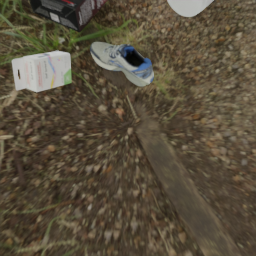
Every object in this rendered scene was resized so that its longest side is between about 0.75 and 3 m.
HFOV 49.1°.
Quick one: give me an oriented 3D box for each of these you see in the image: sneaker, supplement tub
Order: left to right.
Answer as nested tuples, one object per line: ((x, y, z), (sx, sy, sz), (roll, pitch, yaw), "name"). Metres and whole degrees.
((-0.172, -2.101, 8.111), (2.152, 0.917, 0.829), (29, 67, 14), "sneaker")
((2.491, -4.936, 9.178), (1.558, 1.558, 2.361), (40, 71, 18), "supplement tub")

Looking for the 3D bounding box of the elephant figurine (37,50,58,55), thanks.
((-2.516, -1.859, 8.221), (0.889, 0.629, 0.689), (4, 33, 19), "elephant figurine")

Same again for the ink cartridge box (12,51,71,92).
((-2.201, -1.464, 7.314), (0.490, 0.853, 1.457), (21, 32, 33), "ink cartridge box")

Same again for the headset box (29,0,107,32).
((-1.766, -4.690, 9.368), (1.925, 0.972, 2.590), (27, 66, 13), "headset box")
